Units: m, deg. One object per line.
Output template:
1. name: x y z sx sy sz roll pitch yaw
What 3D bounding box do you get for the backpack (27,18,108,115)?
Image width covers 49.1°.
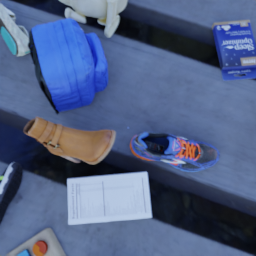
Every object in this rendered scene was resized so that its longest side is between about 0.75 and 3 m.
1. backpack: -1.783 -2.018 8.530 2.199 2.621 2.129 -21 74 -6

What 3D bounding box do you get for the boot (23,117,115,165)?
1. boot: -1.650 0.185 7.682 1.898 2.445 0.938 35 62 -29

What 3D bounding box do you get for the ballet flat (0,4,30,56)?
1. ballet flat: -4.278 -3.648 10.067 0.837 0.905 2.684 -27 78 -36

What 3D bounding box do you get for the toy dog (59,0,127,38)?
1. toy dog: -1.403 -4.803 9.836 2.546 1.776 2.468 22 63 7

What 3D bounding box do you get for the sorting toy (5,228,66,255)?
1. sorting toy: -2.435 4.148 7.982 1.522 0.274 2.043 -32 76 -9

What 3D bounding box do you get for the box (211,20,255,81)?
1. box: 3.846 -2.779 9.948 1.331 0.356 2.197 -6 75 -2

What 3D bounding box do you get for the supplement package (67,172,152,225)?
1. supplement package: -0.532 2.037 8.091 2.234 1.224 1.271 -4 74 -1

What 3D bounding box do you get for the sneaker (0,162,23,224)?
1. sneaker: -4.112 2.110 8.230 1.073 0.929 2.591 22 75 6

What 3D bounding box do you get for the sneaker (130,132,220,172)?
1. sneaker: 1.421 0.703 8.550 2.781 1.091 1.048 7 75 2
